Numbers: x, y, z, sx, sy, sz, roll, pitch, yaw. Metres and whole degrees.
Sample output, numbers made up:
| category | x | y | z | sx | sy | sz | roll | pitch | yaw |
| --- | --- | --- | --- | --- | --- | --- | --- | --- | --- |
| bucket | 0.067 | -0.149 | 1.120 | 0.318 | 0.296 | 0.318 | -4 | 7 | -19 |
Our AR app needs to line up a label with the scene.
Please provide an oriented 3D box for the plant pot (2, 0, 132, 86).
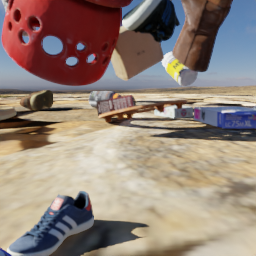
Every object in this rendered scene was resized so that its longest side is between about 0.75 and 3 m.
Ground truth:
| category | x | y | z | sx | sy | sz | roll | pitch | yaw |
| --- | --- | --- | --- | --- | --- | --- | --- | --- | --- |
| plant pot | -1.526 | -2.975 | 7.192 | 2.942 | 2.679 | 2.942 | 17 | 42 | -16 |

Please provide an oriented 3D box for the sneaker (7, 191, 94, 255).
| category | x | y | z | sx | sy | sz | roll | pitch | yaw |
| --- | --- | --- | --- | --- | --- | --- | --- | --- | --- |
| sneaker | -0.599 | 0.735 | 2.249 | 0.306 | 0.344 | 0.815 | 5 | 10 | 30 |

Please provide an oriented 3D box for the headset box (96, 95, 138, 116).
| category | x | y | z | sx | sy | sz | roll | pitch | yaw |
| --- | --- | --- | --- | --- | --- | --- | --- | --- | --- |
| headset box | -0.340 | -0.825 | 10.622 | 1.518 | 0.569 | 1.128 | -10 | -1 | 6 |

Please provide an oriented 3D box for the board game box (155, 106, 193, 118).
| category | x | y | z | sx | sy | sz | roll | pitch | yaw |
| --- | --- | --- | --- | --- | --- | --- | --- | --- | --- |
| board game box | 1.861 | -0.690 | 11.567 | 0.977 | 0.426 | 1.324 | -5 | 9 | -28 |

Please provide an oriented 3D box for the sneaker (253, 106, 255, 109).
| category | x | y | z | sx | sy | sz | roll | pitch | yaw |
| --- | --- | --- | --- | --- | --- | --- | --- | --- | --- |
| sneaker | 5.310 | -0.464 | 8.775 | 1.574 | 1.000 | 2.760 | -16 | 10 | -40 |

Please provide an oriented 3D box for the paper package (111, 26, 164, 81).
| category | x | y | z | sx | sy | sz | roll | pitch | yaw |
| --- | --- | --- | --- | --- | --- | --- | --- | --- | --- |
| paper package | 0.202 | -2.814 | 9.883 | 1.716 | 1.636 | 0.888 | -32 | 31 | -18 |

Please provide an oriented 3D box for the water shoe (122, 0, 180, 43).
| category | x | y | z | sx | sy | sz | roll | pitch | yaw |
| --- | --- | --- | --- | --- | --- | --- | --- | --- | --- |
| water shoe | 0.720 | -2.508 | 6.483 | 0.916 | 1.011 | 2.562 | -26 | 17 | 33 |

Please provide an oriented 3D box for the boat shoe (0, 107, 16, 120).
| category | x | y | z | sx | sy | sz | roll | pitch | yaw |
| --- | --- | --- | --- | --- | --- | --- | --- | --- | --- |
| boat shoe | -5.330 | -0.667 | 9.906 | 2.621 | 0.851 | 0.946 | -6 | 10 | -34 |

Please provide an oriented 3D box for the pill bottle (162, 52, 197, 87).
| category | x | y | z | sx | sy | sz | roll | pitch | yaw |
| --- | --- | --- | --- | --- | --- | --- | --- | --- | --- |
| pill bottle | 2.069 | -2.431 | 11.439 | 0.854 | 0.854 | 1.495 | -5 | 42 | -31 |

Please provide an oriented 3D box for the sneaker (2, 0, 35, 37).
| category | x | y | z | sx | sy | sz | roll | pitch | yaw |
| --- | --- | --- | --- | --- | --- | --- | --- | --- | --- |
| sneaker | -3.633 | -3.889 | 8.821 | 0.765 | 2.048 | 0.840 | -26 | 10 | -6 |

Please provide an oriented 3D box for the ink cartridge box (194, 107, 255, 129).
| category | x | y | z | sx | sy | sz | roll | pitch | yaw |
| --- | --- | --- | --- | --- | --- | --- | --- | --- | --- |
| ink cartridge box | 3.326 | -0.350 | 8.805 | 1.654 | 0.582 | 2.772 | -1 | 5 | -7 |

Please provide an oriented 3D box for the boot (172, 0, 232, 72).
| category | x | y | z | sx | sy | sz | roll | pitch | yaw |
| --- | --- | --- | --- | --- | --- | --- | --- | --- | --- |
| boot | 1.625 | -3.136 | 8.454 | 2.497 | 2.679 | 0.861 | 37 | 59 | 19 |

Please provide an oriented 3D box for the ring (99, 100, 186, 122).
| category | x | y | z | sx | sy | sz | roll | pitch | yaw |
| --- | --- | --- | --- | --- | --- | --- | --- | --- | --- |
| ring | 0.495 | -0.538 | 9.420 | 2.973 | 0.285 | 2.973 | -9 | 0 | 0 |

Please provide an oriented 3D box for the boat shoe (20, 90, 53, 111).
| category | x | y | z | sx | sy | sz | roll | pitch | yaw |
| --- | --- | --- | --- | --- | --- | --- | --- | --- | --- |
| boat shoe | -4.888 | -1.543 | 15.248 | 0.959 | 1.022 | 2.838 | 3 | 11 | 6 |

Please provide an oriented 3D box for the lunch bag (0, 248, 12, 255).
| category | x | y | z | sx | sy | sz | roll | pitch | yaw |
| --- | --- | --- | --- | --- | --- | --- | --- | --- | --- |
| lunch bag | -0.953 | 0.820 | 1.312 | 0.783 | 0.485 | 0.665 | 13 | 6 | -11 |

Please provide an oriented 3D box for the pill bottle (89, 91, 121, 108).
| category | x | y | z | sx | sy | sz | roll | pitch | yaw |
| --- | --- | --- | --- | --- | --- | --- | --- | --- | --- |
| pill bottle | -1.236 | -1.594 | 15.778 | 1.811 | 0.962 | 0.962 | 5 | 10 | 32 |
